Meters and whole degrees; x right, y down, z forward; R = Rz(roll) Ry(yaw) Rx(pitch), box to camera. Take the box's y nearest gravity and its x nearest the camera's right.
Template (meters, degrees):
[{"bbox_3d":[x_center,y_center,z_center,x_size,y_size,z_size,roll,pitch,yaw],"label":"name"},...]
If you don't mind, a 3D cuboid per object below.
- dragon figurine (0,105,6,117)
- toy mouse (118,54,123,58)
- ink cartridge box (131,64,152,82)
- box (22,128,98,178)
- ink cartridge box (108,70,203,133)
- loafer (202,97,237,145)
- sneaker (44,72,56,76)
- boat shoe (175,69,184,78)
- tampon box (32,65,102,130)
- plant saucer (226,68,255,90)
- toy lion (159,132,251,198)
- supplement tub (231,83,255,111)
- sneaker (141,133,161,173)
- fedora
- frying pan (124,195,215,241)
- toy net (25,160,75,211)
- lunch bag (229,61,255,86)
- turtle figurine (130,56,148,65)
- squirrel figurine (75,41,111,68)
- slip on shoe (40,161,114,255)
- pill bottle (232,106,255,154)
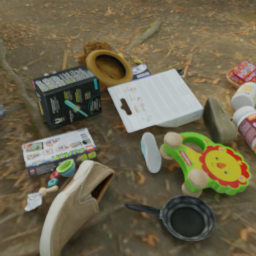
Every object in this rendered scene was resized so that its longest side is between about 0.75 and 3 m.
[{"bbox_3d":[-5.264,-0.261,10.386,0.478,0.808,1.624,24,72,35],"label":"dragon figurine"},{"bbox_3d":[-0.946,-3.624,14.691,1.390,0.303,1.564,-3,39,-4],"label":"toy mouse"},{"bbox_3d":[0.320,-2.252,12.794,1.463,0.320,1.477,-20,43,-5],"label":"ink cartridge box"},{"bbox_3d":[-2.258,0.772,9.252,2.235,0.388,1.230,-15,42,-17],"label":"box"},{"bbox_3d":[1.008,-0.967,10.899,2.973,0.848,2.416,-20,55,-7],"label":"ink cartridge box"},{"bbox_3d":[3.305,-0.246,10.191,0.777,0.877,2.305,6,47,-7],"label":"loafer"},{"bbox_3d":[-3.194,-2.294,12.846,1.347,0.584,0.505,-4,34,-8],"label":"sneaker"},{"bbox_3d":[2.074,-2.502,13.013,1.195,0.381,0.423,-18,51,-19],"label":"boat shoe"},{"bbox_3d":[-2.285,-1.203,10.701,2.122,1.591,1.340,-22,44,-25],"label":"tampon box"},{"bbox_3d":[5.519,-2.186,12.867,1.981,0.371,1.981,0,41,0],"label":"plant saucer"},{"bbox_3d":[2.444,1.039,8.571,2.252,0.807,2.349,-11,49,-22],"label":"toy lion"},{"bbox_3d":[4.774,-1.230,11.294,0.886,0.886,1.218,23,45,26],"label":"supplement tub"},{"bbox_3d":[0.725,0.868,9.129,0.504,0.558,1.363,0,61,-12],"label":"sneaker"},{"bbox_3d":[-0.881,-2.414,12.224,2.183,0.890,2.183,12,53,-16],"label":"fedora"},{"bbox_3d":[1.126,2.422,7.275,2.247,0.366,1.359,-8,39,-7],"label":"frying pan"},{"bbox_3d":[-2.320,1.589,8.074,1.817,0.351,0.953,-42,29,-25],"label":"toy net"},{"bbox_3d":[5.338,-2.403,12.694,1.212,0.497,1.067,-40,71,-24],"label":"lunch bag"},{"bbox_3d":[0.522,-3.457,14.494,0.947,0.305,0.763,-18,44,-40],"label":"turtle figurine"},{"bbox_3d":[-1.643,-3.396,13.259,1.670,1.789,1.266,11,48,9],"label":"squirrel figurine"},{"bbox_3d":[-1.217,2.015,7.259,0.900,1.130,2.972,11,33,12],"label":"slip on shoe"},{"bbox_3d":[4.396,0.105,9.559,1.018,1.018,1.784,-8,41,-10],"label":"pill bottle"}]
